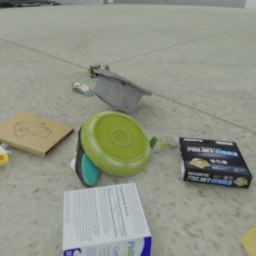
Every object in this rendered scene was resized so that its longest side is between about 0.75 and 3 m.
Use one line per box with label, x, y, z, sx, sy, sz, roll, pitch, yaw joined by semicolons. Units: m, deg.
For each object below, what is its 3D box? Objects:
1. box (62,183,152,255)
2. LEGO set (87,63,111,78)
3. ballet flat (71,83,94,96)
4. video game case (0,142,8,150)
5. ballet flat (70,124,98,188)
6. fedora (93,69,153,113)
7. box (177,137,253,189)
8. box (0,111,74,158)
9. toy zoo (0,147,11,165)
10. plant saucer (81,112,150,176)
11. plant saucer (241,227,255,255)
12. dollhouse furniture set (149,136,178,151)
box;-0.605;2.564;7.345;2.079;1.091;1.912;-6;31;-8
LEGO set;-1.853;-3.820;17.875;1.649;0.955;1.268;-1;32;-1
ballet flat;-2.594;-2.191;15.617;1.567;0.564;0.564;21;37;30
video game case;-6.078;0.649;11.233;2.472;0.318;2.719;1;31;2
ballet flat;-1.533;0.999;9.997;0.914;0.909;2.672;-26;44;29
fedora;-0.453;-1.600;13.345;2.971;1.341;2.627;26;-1;-23
box;2.969;1.154;10.020;2.229;0.554;2.213;6;30;2
box;-3.966;0.180;11.633;2.704;0.288;2.210;17;32;14
toy zoo;-4.954;1.102;10.027;1.451;0.148;0.952;-18;40;-32
plant saucer;-0.325;0.414;10.206;2.774;0.431;2.774;16;49;-19
plant saucer;4.185;2.744;6.120;2.652;0.642;2.651;-40;12;11
dollhouse furniture set;1.400;0.637;11.236;1.149;0.444;0.574;6;37;-36
